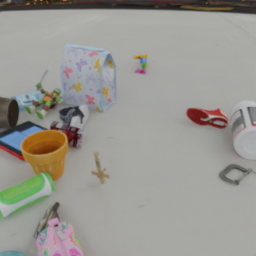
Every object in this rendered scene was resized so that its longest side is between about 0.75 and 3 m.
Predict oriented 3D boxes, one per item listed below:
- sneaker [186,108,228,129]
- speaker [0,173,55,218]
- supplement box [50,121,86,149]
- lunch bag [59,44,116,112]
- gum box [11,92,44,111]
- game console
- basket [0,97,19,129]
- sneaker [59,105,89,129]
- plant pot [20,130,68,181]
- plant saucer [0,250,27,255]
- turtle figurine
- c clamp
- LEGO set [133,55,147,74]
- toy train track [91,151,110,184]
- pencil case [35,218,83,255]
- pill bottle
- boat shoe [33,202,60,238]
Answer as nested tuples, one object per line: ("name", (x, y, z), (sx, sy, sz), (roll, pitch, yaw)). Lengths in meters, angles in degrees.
("sneaker", (3.550, -0.548, 12.536), (1.829, 0.717, 1.057), (23, 29, 13))
("speaker", (-3.115, 1.972, 8.307), (1.740, 0.770, 0.770), (-24, 39, -33))
("supplement box", (-2.340, 0.280, 10.788), (1.311, 0.714, 0.399), (16, 33, 2))
("lunch bag", (-1.847, -2.488, 13.429), (2.400, 2.830, 1.799), (13, 35, 20))
("gum box", (-4.972, -1.308, 13.922), (1.414, 0.315, 1.201), (-15, 35, -22))
("game console", (-4.025, 0.424, 11.147), (2.223, 0.345, 1.966), (21, 38, 28))
("basket", (-5.984, -0.678, 11.865), (2.260, 1.537, 2.038), (4, 22, 0))
("sneaker", (-2.479, -0.285, 11.970), (1.148, 0.761, 2.017), (-1, 35, 15))
("plant pot", (-2.672, 1.005, 9.284), (1.452, 1.329, 1.452), (-1, 32, 0))
("plant saucer", (-2.882, 3.470, 6.448), (1.339, 0.183, 1.339), (-1, 32, 0))
("turtle figurine", (-3.803, -1.496, 12.928), (1.433, 1.991, 1.931), (41, 56, -14))
("c clamp", (3.745, 1.577, 9.473), (1.221, 0.165, 1.043), (-22, 38, -31))
("LEGO set", (0.757, -4.279, 18.169), (0.912, 0.848, 2.222), (4, 31, 6))
("toy train track", (-0.894, 1.243, 8.950), (0.702, 1.224, 0.199), (8, 32, 28))
("pencil case", (-1.384, 3.142, 6.249), (0.993, 0.993, 2.271), (-15, 36, -22))
("pill bottle", (4.716, -0.010, 10.854), (1.377, 1.377, 2.418), (7, 33, 11))
("boat shoe", (-2.140, 2.579, 7.709), (0.471, 0.478, 1.284), (28, 29, -4))
